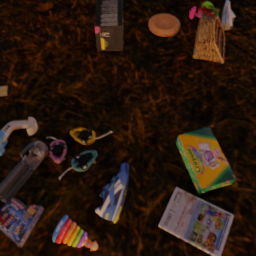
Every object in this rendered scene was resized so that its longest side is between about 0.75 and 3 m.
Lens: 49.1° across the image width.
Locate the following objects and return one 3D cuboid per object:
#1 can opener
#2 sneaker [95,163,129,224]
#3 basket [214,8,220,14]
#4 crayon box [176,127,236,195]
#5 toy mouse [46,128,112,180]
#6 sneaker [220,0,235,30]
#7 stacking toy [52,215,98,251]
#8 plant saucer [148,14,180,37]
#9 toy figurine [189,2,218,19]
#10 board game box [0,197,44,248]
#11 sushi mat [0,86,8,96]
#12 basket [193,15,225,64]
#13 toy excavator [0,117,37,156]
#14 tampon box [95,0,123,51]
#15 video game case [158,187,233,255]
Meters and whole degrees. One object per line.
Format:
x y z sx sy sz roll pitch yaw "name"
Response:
-3.842 1.480 10.063 0.811 0.647 2.426 9 54 44 "can opener"
-0.474 2.093 9.501 0.859 0.773 2.089 12 59 10 "sneaker"
4.256 -5.777 14.257 0.568 0.544 0.762 27 63 14 "basket"
2.736 1.146 10.114 1.286 0.631 2.166 -15 61 -8 "crayon box"
-2.015 0.997 10.208 2.518 0.487 2.238 7 54 11 "toy mouse"
5.048 -5.636 14.157 0.656 0.677 1.853 13 70 5 "sneaker"
-1.598 3.459 8.796 1.446 0.794 0.839 28 60 2 "stacking toy"
1.821 -5.237 14.111 1.595 0.257 1.595 0 60 1 "plant saucer"
3.543 -5.502 13.572 1.145 0.934 1.244 -20 52 -28 "toy figurine"
-3.519 2.937 9.198 1.313 0.405 1.313 33 64 18 "board game box"
-5.773 -1.530 12.026 1.159 0.070 0.554 -7 60 -4 "sushi mat"
3.875 -4.157 12.785 1.455 1.394 1.954 12 60 6 "basket"
-4.838 0.271 10.487 2.165 1.112 2.227 15 52 7 "toy excavator"
-0.867 -4.837 13.142 1.251 1.486 1.982 0 59 0 "tampon box"
2.243 3.074 9.246 2.079 0.187 1.489 25 62 14 "video game case"
